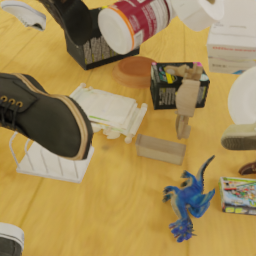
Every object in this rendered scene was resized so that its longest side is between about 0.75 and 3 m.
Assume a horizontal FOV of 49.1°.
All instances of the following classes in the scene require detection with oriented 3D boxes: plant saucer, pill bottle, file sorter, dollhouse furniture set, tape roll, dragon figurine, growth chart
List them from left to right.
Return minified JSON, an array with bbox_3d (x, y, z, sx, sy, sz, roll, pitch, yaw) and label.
[{"bbox_3d":[-1.878,0.491,7.075,1.698,1.058,1.179,8,43,8],"label":"file sorter"},{"bbox_3d":[-0.841,-0.548,8.814,2.879,0.255,2.083,19,46,20],"label":"growth chart"},{"bbox_3d":[0.384,-2.173,10.525,1.968,0.368,1.968,0,42,0],"label":"plant saucer"},{"bbox_3d":[0.417,-3.332,8.256,2.363,1.349,1.349,-38,53,-18],"label":"pill bottle"},{"bbox_3d":[1.126,-0.626,7.324,1.211,1.418,2.736,13,67,11],"label":"dollhouse furniture set"},{"bbox_3d":[1.238,-2.454,5.129,0.450,1.287,1.287,-18,26,43],"label":"tape roll"},{"bbox_3d":[1.507,1.544,6.213,2.188,0.644,1.088,-31,50,-29],"label":"dragon figurine"},{"bbox_3d":[2.778,-0.549,5.434,1.239,1.239,2.171,25,19,25],"label":"pill bottle"}]

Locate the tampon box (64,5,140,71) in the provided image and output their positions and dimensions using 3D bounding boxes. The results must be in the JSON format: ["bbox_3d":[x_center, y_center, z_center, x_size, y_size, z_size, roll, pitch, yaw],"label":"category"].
[{"bbox_3d":[-1.063,-3.746,11.322,2.564,1.619,1.922,-23,47,-23],"label":"tampon box"}]

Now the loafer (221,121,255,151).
[{"bbox_3d":[1.560,0.083,3.241,0.922,0.349,0.315,4,48,16],"label":"loafer"}]

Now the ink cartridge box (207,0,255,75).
[{"bbox_3d":[2.517,-2.047,6.492,1.135,1.542,1.116,11,82,19],"label":"ink cartridge box"}]

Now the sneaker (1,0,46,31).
[{"bbox_3d":[-2.665,-2.907,7.322,0.477,0.463,1.307,-11,-7,35],"label":"sneaker"}]

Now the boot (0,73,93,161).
[{"bbox_3d":[-2.109,-0.214,4.619,2.832,1.097,1.959,27,18,38],"label":"boot"}]

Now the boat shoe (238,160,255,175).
[{"bbox_3d":[3.158,1.016,7.060,0.806,0.284,0.283,-19,43,-20],"label":"boat shoe"}]

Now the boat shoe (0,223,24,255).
[{"bbox_3d":[-3.402,2.192,4.884,2.926,1.035,0.932,4,30,-10],"label":"boat shoe"}]

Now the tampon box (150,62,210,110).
[{"bbox_3d":[1.625,-1.401,9.159,1.664,1.050,1.247,-3,42,-3],"label":"tampon box"}]

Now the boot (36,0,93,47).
[{"bbox_3d":[-2.306,-3.749,8.080,2.328,2.674,0.926,35,75,35],"label":"boot"}]

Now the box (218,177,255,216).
[{"bbox_3d":[2.924,1.590,6.442,1.527,0.265,0.840,4,42,4],"label":"box"}]
